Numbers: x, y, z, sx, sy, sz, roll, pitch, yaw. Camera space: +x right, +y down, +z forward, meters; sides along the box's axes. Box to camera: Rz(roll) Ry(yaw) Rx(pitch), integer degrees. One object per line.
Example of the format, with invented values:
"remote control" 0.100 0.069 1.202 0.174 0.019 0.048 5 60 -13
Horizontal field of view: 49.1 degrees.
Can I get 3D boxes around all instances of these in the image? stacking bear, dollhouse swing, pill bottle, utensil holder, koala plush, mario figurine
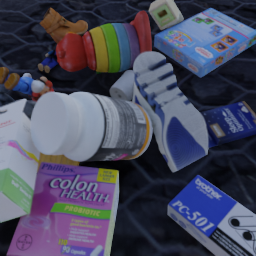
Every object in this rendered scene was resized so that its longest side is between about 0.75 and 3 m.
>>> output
"stacking bear" -0.789 -2.356 8.291 2.670 1.518 1.621 -12 7 -11
"dollhouse swing" -1.734 0.344 6.797 1.270 1.154 1.116 2 34 2
"pill bottle" -0.696 -0.002 6.030 2.452 1.427 1.427 5 36 -50
"utensil holder" -0.044 -1.177 8.226 0.697 0.697 0.820 27 58 20
"koala plush" -3.132 -0.525 7.671 1.147 1.054 1.017 11 58 -18
"mario figurine" -2.663 -1.273 7.708 0.922 1.739 1.074 -28 73 16

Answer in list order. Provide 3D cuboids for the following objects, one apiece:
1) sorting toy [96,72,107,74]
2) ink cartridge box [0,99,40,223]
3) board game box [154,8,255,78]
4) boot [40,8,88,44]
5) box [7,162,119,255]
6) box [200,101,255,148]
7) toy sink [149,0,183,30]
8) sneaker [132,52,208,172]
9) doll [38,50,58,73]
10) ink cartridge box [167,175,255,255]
"sorting toy" -1.009 -2.338 9.394 0.501 0.504 1.454 -24 57 13
"ink cartridge box" -2.548 0.617 5.518 1.417 0.815 2.420 -18 43 10
"board game box" 2.756 -3.124 9.876 2.958 0.541 2.237 -32 57 -24
"boot" -2.195 -3.541 9.618 0.679 1.374 1.770 -21 40 42
"box" -1.137 1.804 5.642 1.693 0.931 1.925 6 50 4
"box" 2.698 -0.119 7.633 1.711 0.277 1.037 -16 53 -11
"toy sink" 1.365 -3.968 9.897 0.734 1.126 0.631 -18 41 34
"sneaker" 0.914 -0.368 7.270 1.171 1.674 2.899 -22 84 -10
"doll" -2.457 -2.321 9.393 0.826 0.293 1.210 18 53 13
"ink cartridge box" 1.961 1.996 5.566 1.038 0.488 2.209 -37 53 -25
